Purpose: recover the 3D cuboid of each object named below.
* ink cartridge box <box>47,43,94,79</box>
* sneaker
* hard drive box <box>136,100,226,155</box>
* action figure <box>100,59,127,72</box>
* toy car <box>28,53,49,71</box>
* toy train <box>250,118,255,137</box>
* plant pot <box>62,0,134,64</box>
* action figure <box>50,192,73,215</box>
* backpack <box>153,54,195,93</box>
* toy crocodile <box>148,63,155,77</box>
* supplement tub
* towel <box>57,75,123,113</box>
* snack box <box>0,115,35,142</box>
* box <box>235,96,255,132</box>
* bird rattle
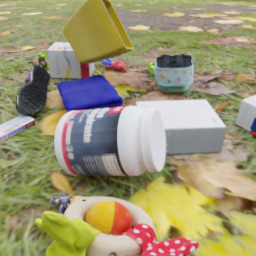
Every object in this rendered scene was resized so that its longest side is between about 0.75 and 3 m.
[{"bbox_3d":[-2.878,-3.449,14.330,2.049,1.482,1.489,2,31,3],"label":"ink cartridge box"},{"bbox_3d":[-3.972,-1.264,11.325,1.244,1.076,2.842,-37,30,28],"label":"sneaker"},{"bbox_3d":[1.572,-0.077,9.142,2.511,0.964,1.957,-2,31,-3],"label":"hard drive box"},{"bbox_3d":[-0.964,-3.542,15.410,2.296,0.593,0.751,28,46,31],"label":"action figure"},{"bbox_3d":[-4.889,-3.466,15.125,0.965,0.792,0.761,-30,41,-25],"label":"toy car"},{"bbox_3d":[5.052,0.197,9.053,1.062,0.777,1.836,-6,29,-36],"label":"toy train"},{"bbox_3d":[-1.362,-4.020,12.205,2.130,2.415,2.415,-25,9,15],"label":"plant pot"},{"bbox_3d":[-1.475,1.846,6.562,0.667,0.355,1.024,-8,31,-12],"label":"action figure"},{"bbox_3d":[2.044,-2.430,12.507,1.811,1.579,2.060,2,22,6],"label":"backpack"},{"bbox_3d":[1.983,-2.841,14.134,2.073,0.640,0.700,16,34,24],"label":"toy crocodile"},{"bbox_3d":[-0.423,0.359,7.198,2.494,1.750,1.750,-4,28,20],"label":"supplement tub"},{"bbox_3d":[-1.599,-1.274,11.305,2.160,0.725,2.925,-14,31,-14],"label":"towel"},{"bbox_3d":[-4.151,0.060,9.676,0.653,0.221,1.815,20,36,29],"label":"snack box"},{"bbox_3d":[4.487,-0.544,9.927,0.998,1.004,0.656,-18,38,-28],"label":"box"},{"bbox_3d":[-0.251,1.952,5.369,2.866,1.614,2.336,1,16,-7],"label":"bird rattle"}]
